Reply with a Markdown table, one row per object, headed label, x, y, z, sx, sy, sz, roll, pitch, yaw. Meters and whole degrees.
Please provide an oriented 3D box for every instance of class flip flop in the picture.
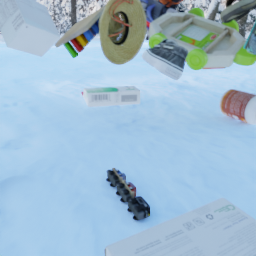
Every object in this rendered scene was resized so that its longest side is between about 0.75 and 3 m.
| label | x | y | z | sx | sy | sz | roll | pitch | yaw |
| --- | --- | --- | --- | --- | --- | --- | --- | --- | --- |
| flip flop | 2.442 | -2.737 | 6.146 | 0.791 | 0.562 | 1.951 | -30 | 3 | 43 |

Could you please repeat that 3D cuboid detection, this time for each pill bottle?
| label | x | y | z | sx | sy | sz | roll | pitch | yaw |
| --- | --- | --- | --- | --- | --- | --- | --- | --- | --- |
| pill bottle | 3.230 | -0.546 | 7.561 | 0.784 | 0.784 | 1.398 | -10 | 22 | -25 |

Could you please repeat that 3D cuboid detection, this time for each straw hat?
| label | x | y | z | sx | sy | sz | roll | pitch | yaw |
| --- | --- | --- | --- | --- | --- | --- | --- | --- | --- |
| straw hat | -0.365 | -2.748 | 7.640 | 0.795 | 1.879 | 1.879 | 28 | 33 | 35 |

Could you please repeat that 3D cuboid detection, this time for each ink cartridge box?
| label | x | y | z | sx | sy | sz | roll | pitch | yaw |
| --- | --- | --- | --- | --- | --- | --- | --- | --- | --- |
| ink cartridge box | 0.955 | 1.500 | 2.665 | 1.803 | 0.367 | 1.807 | -11 | 23 | -28 |
| ink cartridge box | -0.711 | -1.303 | 9.994 | 1.780 | 0.554 | 2.211 | -5 | 23 | -14 |

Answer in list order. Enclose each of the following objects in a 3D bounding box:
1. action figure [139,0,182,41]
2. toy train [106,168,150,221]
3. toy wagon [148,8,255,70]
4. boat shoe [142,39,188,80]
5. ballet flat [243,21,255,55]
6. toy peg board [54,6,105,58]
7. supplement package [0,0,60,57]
| label | x | y | z | sx | sy | sz | roll | pitch | yaw |
| --- | --- | --- | --- | --- | --- | --- | --- | --- | --- |
| action figure | 1.610 | -4.048 | 9.629 | 1.487 | 2.749 | 2.842 | -4 | 49 | -49 |
| toy train | -0.020 | 0.962 | 4.323 | 0.303 | 0.226 | 1.323 | -5 | 21 | -24 |
| toy wagon | 1.974 | -2.120 | 6.953 | 2.923 | 0.578 | 2.268 | 30 | 49 | 20 |
| boat shoe | 0.672 | -1.217 | 4.758 | 0.557 | 0.548 | 1.546 | 26 | 15 | -21 |
| ballet flat | 2.428 | -1.964 | 4.475 | 0.621 | 1.673 | 0.621 | 4 | 38 | -4 |
| toy peg board | -1.206 | -2.680 | 8.041 | 1.298 | 0.637 | 1.303 | -13 | 37 | 37 |
| supplement package | -2.326 | -2.370 | 6.445 | 0.770 | 1.047 | 1.001 | -35 | -19 | 26 |
